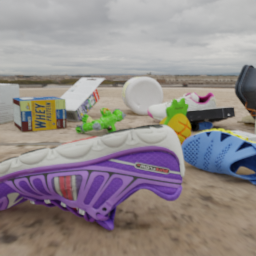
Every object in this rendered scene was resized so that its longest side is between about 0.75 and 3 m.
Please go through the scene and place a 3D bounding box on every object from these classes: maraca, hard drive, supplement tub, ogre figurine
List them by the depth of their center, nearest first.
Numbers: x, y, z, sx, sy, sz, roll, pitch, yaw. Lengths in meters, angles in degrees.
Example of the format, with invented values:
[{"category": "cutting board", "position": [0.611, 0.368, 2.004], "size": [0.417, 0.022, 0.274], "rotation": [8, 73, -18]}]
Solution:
[{"category": "maraca", "position": [1.088, 0.006, 6.570], "size": [0.764, 1.428, 0.979], "rotation": [21, 24, 39]}, {"category": "ogre figurine", "position": [-0.801, -0.246, 9.478], "size": [1.757, 0.862, 1.054], "rotation": [-2, 3, -36]}, {"category": "hard drive", "position": [2.493, -0.385, 10.070], "size": [2.142, 0.405, 1.497], "rotation": [-6, -6, -4]}, {"category": "supplement tub", "position": [0.652, -1.710, 14.591], "size": [1.861, 1.861, 2.566], "rotation": [-1, 10, -7]}]

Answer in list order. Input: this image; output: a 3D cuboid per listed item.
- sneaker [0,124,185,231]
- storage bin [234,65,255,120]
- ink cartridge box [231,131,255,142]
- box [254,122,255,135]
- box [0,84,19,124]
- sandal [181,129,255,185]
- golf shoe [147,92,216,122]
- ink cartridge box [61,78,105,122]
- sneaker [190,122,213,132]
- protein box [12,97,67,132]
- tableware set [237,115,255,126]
[{"category": "sneaker", "position": [-0.683, 0.772, 3.615], "size": [2.841, 1.185, 1.145], "rotation": [-13, -5, 15]}, {"category": "storage bin", "position": [4.769, -1.119, 9.489], "size": [2.047, 1.490, 1.375], "rotation": [38, -18, -33]}, {"category": "ink cartridge box", "position": [2.596, 0.389, 7.040], "size": [1.136, 0.471, 0.828], "rotation": [-4, 11, -21]}, {"category": "box", "position": [4.678, -0.100, 8.507], "size": [1.400, 0.895, 0.763], "rotation": [-5, 12, -21]}, {"category": "box", "position": [-5.802, -1.026, 11.639], "size": [1.830, 1.576, 1.839], "rotation": [2, 11, 13]}, {"category": "sandal", "position": [1.981, 0.562, 5.223], "size": [2.205, 0.876, 0.960], "rotation": [5, 16, 34]}, {"category": "golf shoe", "position": [2.198, -0.917, 11.430], "size": [2.822, 1.291, 1.063], "rotation": [-1, 38, -1]}, {"category": "ink cartridge box", "position": [-2.145, -1.346, 12.709], "size": [1.430, 0.661, 2.625], "rotation": [7, 42, 28]}, {"category": "sneaker", "position": [2.524, -0.049, 9.775], "size": [0.854, 0.328, 0.475], "rotation": [-1, 4, 17]}, {"category": "protein box", "position": [-3.341, -0.570, 10.498], "size": [1.609, 1.093, 1.620], "rotation": [-6, 12, -30]}, {"category": "tableware set", "position": [5.385, -0.215, 10.551], "size": [1.422, 0.431, 2.152], "rotation": [-24, 18, -40]}]
